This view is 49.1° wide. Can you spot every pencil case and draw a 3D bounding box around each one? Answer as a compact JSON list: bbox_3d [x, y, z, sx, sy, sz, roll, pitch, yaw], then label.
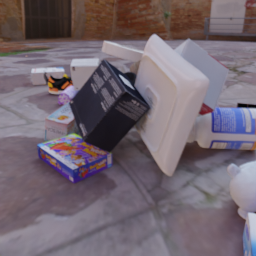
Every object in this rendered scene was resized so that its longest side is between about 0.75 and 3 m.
[{"bbox_3d":[-2.962,-1.597,13.874,0.650,0.662,1.548,42,23,-8],"label":"pencil case"}]

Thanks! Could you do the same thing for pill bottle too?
[{"bbox_3d":[2.924,0.009,8.946,2.340,1.311,1.311,2,22,6],"label":"pill bottle"}]

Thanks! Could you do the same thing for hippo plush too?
[{"bbox_3d":[3.197,1.376,5.745,1.921,1.903,2.390,-24,-5,26],"label":"hippo plush"}]

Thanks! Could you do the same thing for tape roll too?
[{"bbox_3d":[0.080,-3.022,11.380,2.319,0.424,2.319,14,18,-5],"label":"tape roll"}]

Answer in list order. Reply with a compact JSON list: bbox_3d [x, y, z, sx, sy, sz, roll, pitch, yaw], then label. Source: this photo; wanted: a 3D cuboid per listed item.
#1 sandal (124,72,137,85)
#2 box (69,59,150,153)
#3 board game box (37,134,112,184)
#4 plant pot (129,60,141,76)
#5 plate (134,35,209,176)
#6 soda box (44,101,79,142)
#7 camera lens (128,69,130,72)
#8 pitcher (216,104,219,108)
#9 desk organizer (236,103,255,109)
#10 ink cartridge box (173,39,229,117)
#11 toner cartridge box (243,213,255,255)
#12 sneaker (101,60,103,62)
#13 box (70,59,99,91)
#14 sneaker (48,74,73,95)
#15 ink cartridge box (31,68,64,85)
[{"bbox_3d":[-0.458,-0.550,9.140,1.056,0.634,2.811,23,74,40],"label":"sandal"},{"bbox_3d":[-0.606,-0.640,7.866,0.999,1.747,1.919,30,20,-39],"label":"box"},{"bbox_3d":[-1.577,0.805,8.147,1.306,0.435,1.943,-20,29,-40],"label":"board game box"},{"bbox_3d":[0.834,-2.050,9.714,1.202,1.043,1.202,35,30,-24],"label":"plant pot"},{"bbox_3d":[0.746,-0.645,7.499,0.466,2.884,2.878,-3,38,-24],"label":"plate"},{"bbox_3d":[-2.110,-0.291,10.164,0.808,0.869,2.541,14,23,7],"label":"soda box"},{"bbox_3d":[1.088,-2.602,15.046,1.919,1.535,1.535,-10,24,-24],"label":"camera lens"},{"bbox_3d":[2.852,-0.373,10.185,1.257,1.078,0.762,-43,13,3],"label":"pitcher"},{"bbox_3d":[5.206,-0.690,11.734,1.304,0.502,0.468,7,23,18],"label":"desk organizer"},{"bbox_3d":[1.490,-1.195,8.199,1.511,1.504,2.079,30,-19,-16],"label":"ink cartridge box"},{"bbox_3d":[3.395,2.269,4.269,2.961,0.639,1.407,7,23,16],"label":"toner cartridge box"},{"bbox_3d":[-0.535,-1.742,11.050,0.730,2.016,0.724,-26,12,-13],"label":"sneaker"},{"bbox_3d":[-1.543,-1.961,10.311,1.000,0.995,0.653,-2,37,0],"label":"box"},{"bbox_3d":[-3.136,-2.347,15.052,2.365,1.064,0.827,0,22,1],"label":"sneaker"},{"bbox_3d":[-5.018,-3.267,17.647,1.932,0.809,1.402,-6,23,-14],"label":"ink cartridge box"}]
